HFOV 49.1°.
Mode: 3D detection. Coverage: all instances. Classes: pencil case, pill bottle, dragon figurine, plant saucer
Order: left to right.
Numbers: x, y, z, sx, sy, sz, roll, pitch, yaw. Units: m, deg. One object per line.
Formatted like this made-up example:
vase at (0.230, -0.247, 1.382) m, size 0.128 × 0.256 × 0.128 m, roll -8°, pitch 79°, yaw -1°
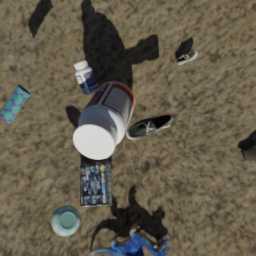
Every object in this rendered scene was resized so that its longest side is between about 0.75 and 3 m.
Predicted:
pencil case at (-3.573, -0.750, 8.865) m, size 0.506 × 0.550 × 1.190 m, roll 35°, pitch 93°, yaw 3°
plant saucer at (-1.930, 2.924, 8.830) m, size 0.946 × 0.182 × 0.946 m, roll 10°, pitch 70°, yaw -28°
pill bottle at (-1.485, -1.769, 9.892) m, size 0.627 × 0.627 × 1.129 m, roll -21°, pitch 107°, yaw -3°
pill bottle at (-0.782, -0.334, 9.827) m, size 1.619 × 2.955 × 1.619 m, roll 7°, pitch 125°, yaw 10°
dragon figurine at (0.085, 4.551, 10.313) m, size 2.940 × 0.865 × 1.461 m, roll -27°, pitch 83°, yaw -5°

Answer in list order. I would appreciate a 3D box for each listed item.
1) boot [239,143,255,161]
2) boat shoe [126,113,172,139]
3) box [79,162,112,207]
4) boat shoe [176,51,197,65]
boot at (5.070, 1.280, 11.026) m, size 0.890 × 0.499 × 1.287 m, roll -23°, pitch 69°, yaw 1°
boat shoe at (0.705, -0.087, 9.319) m, size 1.629 × 0.551 × 0.585 m, roll -21°, pitch 84°, yaw -6°
box at (-1.238, 2.137, 10.556) m, size 1.257 × 0.364 × 1.581 m, roll -12°, pitch 73°, yaw 27°
boat shoe at (2.397, -2.882, 11.497) m, size 0.901 × 0.287 × 0.319 m, roll -28°, pitch 85°, yaw 22°
